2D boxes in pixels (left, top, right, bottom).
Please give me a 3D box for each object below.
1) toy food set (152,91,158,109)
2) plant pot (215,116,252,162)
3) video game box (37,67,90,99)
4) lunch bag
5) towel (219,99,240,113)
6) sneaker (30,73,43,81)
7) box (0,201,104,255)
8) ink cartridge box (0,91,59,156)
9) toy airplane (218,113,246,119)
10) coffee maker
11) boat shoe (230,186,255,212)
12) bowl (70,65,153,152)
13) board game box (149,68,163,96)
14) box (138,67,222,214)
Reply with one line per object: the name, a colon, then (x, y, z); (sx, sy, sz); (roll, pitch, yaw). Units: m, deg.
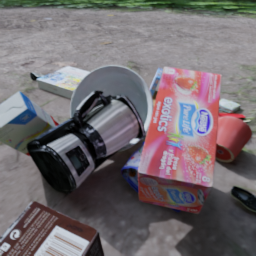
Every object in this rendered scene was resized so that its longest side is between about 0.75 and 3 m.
toy food set: (0.633, -1.018, 11.611); (2.275, 0.553, 2.252); (-24, 38, -39)
plant pot: (3.097, 0.406, 8.790); (1.208, 1.208, 1.069); (21, 58, 30)
video game box: (-2.805, -2.251, 13.645); (2.370, 0.555, 2.159); (20, 35, 28)
lunch bag: (0.930, 1.147, 7.643); (1.838, 1.138, 1.562); (23, 39, 19)
towel: (4.174, -0.917, 11.831); (0.782, 0.220, 0.914); (-23, 38, -37)
sneaker: (-4.639, -2.613, 14.456); (1.031, 0.381, 0.409); (20, 27, 19)
box: (-1.225, 2.293, 4.398); (1.299, 1.582, 1.313); (16, 44, 21)
ink cartridge box: (-2.847, 0.033, 8.050); (1.236, 2.128, 0.716); (-36, 61, 1)
toy airplane: (3.362, -0.340, 10.660); (2.492, 0.458, 2.492); (-1, 32, 1)
coffee maker: (-1.250, 0.500, 8.006); (2.748, 2.640, 1.851); (-36, 84, -32)
boat shoe: (3.041, 1.775, 7.087); (0.355, 0.315, 0.950); (-31, 44, -23)
bowl: (-0.419, -0.589, 9.536); (2.836, 2.836, 1.275); (11, 0, 17)
board game box: (1.127, -1.877, 11.648); (0.224, 0.925, 1.223); (22, 31, -1)
box: (1.214, 0.209, 6.469); (1.412, 1.531, 2.984); (10, 55, 10)
